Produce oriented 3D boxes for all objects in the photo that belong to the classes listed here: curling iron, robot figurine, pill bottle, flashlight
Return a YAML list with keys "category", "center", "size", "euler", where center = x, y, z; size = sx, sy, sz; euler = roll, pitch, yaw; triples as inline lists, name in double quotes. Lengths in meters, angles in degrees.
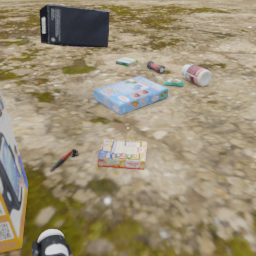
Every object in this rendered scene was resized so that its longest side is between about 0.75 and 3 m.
- category: "curling iron"
  center: [-1.647, 0.825, 7.269]
  size: [0.244, 0.126, 0.984]
  euler: [20, 36, 29]
- category: "robot figurine"
  center: [-1.290, 2.120, 4.777]
  size: [0.488, 0.588, 0.782]
  euler: [-25, 36, -8]
- category: "pill bottle"
  center: [2.858, -2.275, 11.887]
  size: [0.700, 0.700, 1.239]
  euler: [-16, 34, -24]
- category: "flashlight"
  center: [1.310, -2.909, 13.233]
  size: [0.379, 0.381, 1.120]
  euler: [-26, 40, -17]

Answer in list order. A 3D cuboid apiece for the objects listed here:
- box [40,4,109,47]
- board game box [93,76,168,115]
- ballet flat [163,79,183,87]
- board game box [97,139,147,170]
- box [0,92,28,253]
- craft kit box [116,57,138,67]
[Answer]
- category: "box"
  center: [-1.890, -3.439, 9.651]
  size: [1.987, 1.235, 2.003]
  euler: [-4, 18, -22]
- category: "board game box"
  center: [0.110, -1.293, 10.516]
  size: [2.251, 0.412, 1.703]
  euler: [-22, 37, -32]
- category: "ballet flat"
  center: [1.902, -1.916, 11.681]
  size: [0.832, 0.293, 0.280]
  euler: [9, 34, 15]
- category: "board game box"
  center: [-0.131, 0.669, 7.376]
  size: [1.198, 0.277, 0.908]
  euler: [4, 31, 6]
- category: "box"
  center: [-2.423, 0.523, 4.971]
  size: [0.620, 2.991, 1.780]
  euler: [-7, 32, -11]
- category: "craft kit box"
  center: [-0.064, -3.367, 14.220]
  size: [0.817, 0.198, 0.807]
  euler: [21, 39, 31]
